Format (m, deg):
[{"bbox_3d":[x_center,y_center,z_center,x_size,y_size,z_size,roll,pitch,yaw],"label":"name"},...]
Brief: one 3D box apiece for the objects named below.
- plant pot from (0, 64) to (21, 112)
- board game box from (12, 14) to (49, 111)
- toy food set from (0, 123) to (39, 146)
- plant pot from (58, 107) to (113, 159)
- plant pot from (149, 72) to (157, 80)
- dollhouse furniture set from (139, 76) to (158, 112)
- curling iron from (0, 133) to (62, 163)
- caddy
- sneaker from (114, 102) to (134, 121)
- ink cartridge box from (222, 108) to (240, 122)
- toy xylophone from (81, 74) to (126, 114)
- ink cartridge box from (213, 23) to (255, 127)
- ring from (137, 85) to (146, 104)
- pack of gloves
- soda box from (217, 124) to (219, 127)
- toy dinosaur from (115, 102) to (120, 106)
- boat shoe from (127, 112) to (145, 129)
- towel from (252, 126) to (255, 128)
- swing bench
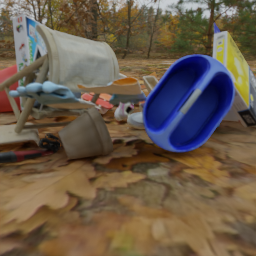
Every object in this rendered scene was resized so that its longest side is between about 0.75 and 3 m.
[{"bbox_3d":[-4.035,-1.389,10.005,1.583,1.789,1.789,-17,21,-17],"label":"plant pot"},{"bbox_3d":[-2.621,-1.824,8.667,0.480,2.776,1.752,-11,-8,24],"label":"board game box"},{"bbox_3d":[-2.773,0.280,6.664,1.254,0.379,0.900,-9,27,-17],"label":"toy food set"},{"bbox_3d":[-0.939,0.198,5.916,0.913,1.052,1.052,-22,23,-15],"label":"plant pot"},{"bbox_3d":[1.394,-2.751,16.081,0.551,0.787,0.787,-14,15,9],"label":"plant pot"},{"bbox_3d":[0.796,-1.341,8.589,1.263,1.131,1.594,-7,49,-26],"label":"dollhouse furniture set"},{"bbox_3d":[-2.309,0.486,5.732,1.937,0.480,0.248,-13,15,-29],"label":"curling iron"},{"bbox_3d":[1.263,-0.505,6.063,1.538,2.175,1.142,36,-1,3],"label":"caddy"},{"bbox_3d":[-0.015,-0.735,8.744,0.495,1.122,0.457,3,-16,36],"label":"sneaker"},{"bbox_3d":[3.686,-0.677,9.225,1.096,0.629,1.509,6,17,18],"label":"ink cartridge box"},{"bbox_3d":[-0.895,-1.232,9.670,1.341,0.460,1.831,16,56,16],"label":"toy xylophone"},{"bbox_3d":[3.008,-1.509,7.727,0.524,2.230,2.204,-14,-40,41],"label":"ink cartridge box"},{"bbox_3d":[1.067,-1.371,11.689,2.572,0.247,2.572,-4,25,2],"label":"ring"},{"bbox_3d":[-0.824,-0.811,5.711,2.318,0.545,2.760,-2,-2,7],"label":"pack of gloves"},{"bbox_3d":[2.367,-0.468,8.307,0.566,0.598,1.763,-12,10,22],"label":"soda box"},{"bbox_3d":[-0.335,-0.980,10.913,0.515,0.277,1.169,-7,28,-40],"label":"toy dinosaur"},{"bbox_3d":[0.738,-0.316,7.880,1.507,0.537,0.526,0,57,-9],"label":"boat shoe"},{"bbox_3d":[4.347,-0.037,7.733,1.131,0.294,1.707,-6,17,-23],"label":"towel"},{"bbox_3d":[-1.552,-1.081,6.878,2.204,1.430,2.192,-38,-17,32],"label":"swing bench"}]
